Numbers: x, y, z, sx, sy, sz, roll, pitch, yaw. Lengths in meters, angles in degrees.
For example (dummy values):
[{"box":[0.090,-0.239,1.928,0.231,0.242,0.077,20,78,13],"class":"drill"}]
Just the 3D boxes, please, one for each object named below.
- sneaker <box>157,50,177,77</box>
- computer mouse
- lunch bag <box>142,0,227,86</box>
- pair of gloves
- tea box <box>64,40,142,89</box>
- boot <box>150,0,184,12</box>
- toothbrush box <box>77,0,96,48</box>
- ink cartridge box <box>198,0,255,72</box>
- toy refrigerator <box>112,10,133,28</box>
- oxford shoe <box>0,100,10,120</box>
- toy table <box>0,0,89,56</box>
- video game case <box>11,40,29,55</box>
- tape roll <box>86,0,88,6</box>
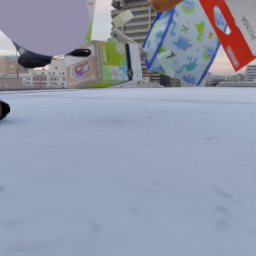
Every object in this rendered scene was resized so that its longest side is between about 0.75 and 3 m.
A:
[{"box":[1.197,-1.783,7.774,0.470,0.797,0.293,-26,42,21],"class":"sneaker"},{"box":[-1.861,-1.880,7.163,1.871,0.318,0.548,-15,43,-19],"class":"computer mouse"},{"box":[2.154,-3.450,10.662,2.459,2.892,1.843,12,36,-22],"class":"lunch bag"},{"box":[-0.058,-2.911,10.294,1.573,0.324,1.850,38,-9,-9],"class":"pair of gloves"},{"box":[-0.811,-1.908,8.806,1.728,1.174,1.757,-10,4,-40],"class":"tea box"},{"box":[1.233,-2.793,5.534,1.460,0.560,1.133,-24,20,-10],"class":"boot"},{"box":[-2.001,-3.786,9.374,1.541,2.117,0.911,4,18,-23],"class":"toothbrush box"},{"box":[2.343,-2.787,6.092,0.580,2.663,2.311,-21,-7,-24],"class":"ink cartridge box"},{"box":[-0.206,-4.287,10.939,0.397,0.366,1.045,-26,16,36],"class":"toy refrigerator"},{"box":[-4.570,-0.609,9.426,1.094,0.942,2.592,10,9,-24],"class":"oxford shoe"},{"box":[-1.678,-2.270,4.635,1.280,2.009,2.186,48,-6,26],"class":"toy table"},{"box":[-3.619,-3.598,10.798,1.720,1.229,0.163,-32,8,-14],"class":"video game case"},{"box":[-1.517,-3.056,6.761,1.109,1.109,0.203,1,11,3],"class":"tape roll"}]
